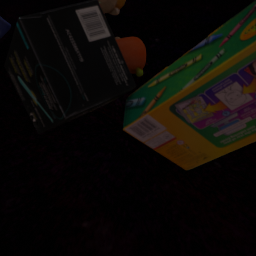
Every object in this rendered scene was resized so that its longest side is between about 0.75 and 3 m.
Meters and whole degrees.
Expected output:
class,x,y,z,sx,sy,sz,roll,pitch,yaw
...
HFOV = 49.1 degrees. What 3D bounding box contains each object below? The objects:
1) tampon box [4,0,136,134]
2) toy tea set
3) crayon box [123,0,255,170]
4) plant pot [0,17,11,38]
class,x,y,z,sx,sy,sz,roll,pitch,yaw
tampon box,-1.282,-1.042,5.563,1.468,2.325,1.743,-27,97,-29
toy tea set,-0.339,-2.353,6.209,1.016,2.746,1.633,-14,16,-39
crayon box,1.483,-0.462,4.449,1.694,2.853,0.831,33,43,-28
plant pot,-4.179,-2.780,7.686,1.203,1.338,1.339,-56,34,1
